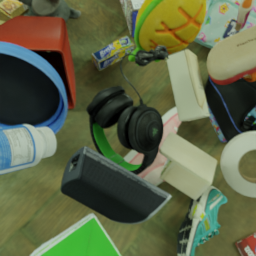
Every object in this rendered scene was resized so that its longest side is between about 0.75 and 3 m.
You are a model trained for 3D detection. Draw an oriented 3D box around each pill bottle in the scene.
[{"bbox_3d":[-2.503,0.449,6.091,1.763,0.989,0.989,-11,60,-51],"label":"pill bottle"}]

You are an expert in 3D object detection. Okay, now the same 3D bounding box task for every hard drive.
[{"bbox_3d":[-0.512,1.344,5.828,1.917,2.843,0.602,31,65,-7],"label":"hard drive"}]

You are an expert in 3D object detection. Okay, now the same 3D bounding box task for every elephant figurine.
[{"bbox_3d":[-3.171,-4.610,9.798,1.898,2.683,2.081,28,70,11],"label":"elephant figurine"}]

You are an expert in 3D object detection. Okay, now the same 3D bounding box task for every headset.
[{"bbox_3d":[0.088,-0.313,6.199,1.850,2.996,1.407,36,45,26],"label":"headset"}]

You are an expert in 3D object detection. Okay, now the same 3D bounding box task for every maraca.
[{"bbox_3d":[1.001,-2.658,7.560,1.977,2.884,1.543,-14,69,-23],"label":"maraca"}]

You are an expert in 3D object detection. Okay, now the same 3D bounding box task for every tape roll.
[{"bbox_3d":[3.173,0.921,6.985,1.673,0.306,1.673,2,100,11],"label":"tape roll"}]

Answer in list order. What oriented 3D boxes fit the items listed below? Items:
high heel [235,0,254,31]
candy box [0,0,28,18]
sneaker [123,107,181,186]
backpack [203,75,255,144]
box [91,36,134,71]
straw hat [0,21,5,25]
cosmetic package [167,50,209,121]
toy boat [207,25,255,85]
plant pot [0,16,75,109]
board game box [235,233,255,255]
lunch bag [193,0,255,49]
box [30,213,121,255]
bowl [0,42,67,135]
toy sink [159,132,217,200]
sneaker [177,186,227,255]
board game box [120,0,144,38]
[{"bbox_3d":[2.663,-2.644,6.348,0.286,0.849,0.407,21,40,22],"label":"high heel"},{"bbox_3d":[-4.420,-4.997,11.210,0.757,0.363,1.312,37,73,15],"label":"candy box"},{"bbox_3d":[1.074,0.737,8.517,1.469,1.058,2.810,41,78,16],"label":"sneaker"},{"bbox_3d":[3.957,-0.913,8.782,2.626,1.766,2.397,-19,69,-7],"label":"backpack"},{"bbox_3d":[-0.556,-2.705,10.185,1.522,0.533,0.489,-32,71,-12],"label":"box"},{"bbox_3d":[-5.213,-3.291,10.124,2.625,1.111,2.625,0,67,0],"label":"straw hat"},{"bbox_3d":[1.448,-0.980,6.761,0.577,0.817,1.579,-14,85,28],"label":"cosmetic package"},{"bbox_3d":[2.812,-1.546,6.603,1.806,1.181,1.179,-21,46,17],"label":"toy boat"},{"bbox_3d":[-2.951,-2.280,9.118,2.477,2.479,2.185,2,55,1],"label":"plant pot"},{"bbox_3d":[3.733,3.787,7.750,0.799,0.151,1.552,-23,70,-8],"label":"board game box"},{"bbox_3d":[3.518,-3.961,9.863,2.396,1.715,2.813,16,80,-17],"label":"lunch bag"},{"bbox_3d":[-1.342,2.680,4.901,2.475,2.184,1.196,-33,81,-16],"label":"box"},{"bbox_3d":[-2.887,-0.726,6.705,2.880,2.880,0.565,-1,45,-1],"label":"bowl"},{"bbox_3d":[1.272,0.892,6.620,1.346,0.754,0.877,32,38,4],"label":"toy sink"},{"bbox_3d":[2.070,2.766,7.796,0.958,0.933,2.406,29,70,2],"label":"sneaker"},{"bbox_3d":[0.846,-5.197,10.743,2.254,1.369,2.827,-12,68,-5],"label":"board game box"}]
